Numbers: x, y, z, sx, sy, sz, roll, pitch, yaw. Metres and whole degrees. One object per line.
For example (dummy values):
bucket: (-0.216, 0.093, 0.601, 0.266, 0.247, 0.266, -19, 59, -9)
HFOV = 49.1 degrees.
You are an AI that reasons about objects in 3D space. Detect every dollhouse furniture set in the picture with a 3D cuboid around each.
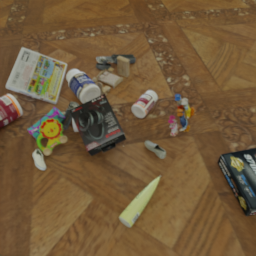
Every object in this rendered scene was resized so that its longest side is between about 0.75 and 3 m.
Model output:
dollhouse furniture set: (-0.971, -2.610, 13.769, 1.122, 0.958, 2.164, 26, 53, 22)

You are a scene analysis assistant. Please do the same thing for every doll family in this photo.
doll family: (2.255, -0.427, 11.350, 0.822, 1.132, 1.824, 5, 57, 27)

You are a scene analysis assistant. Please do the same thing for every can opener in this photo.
can opener: (-2.585, -0.522, 12.228, 0.411, 0.516, 1.543, 23, 52, -8)
can opener: (-0.684, -3.503, 14.935, 2.179, 0.729, 0.581, -7, 45, -24)

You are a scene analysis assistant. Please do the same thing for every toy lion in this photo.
toy lion: (-3.037, 0.288, 10.900, 1.230, 0.422, 1.179, -39, 93, -6)

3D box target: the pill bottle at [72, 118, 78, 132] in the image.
pill bottle: (-1.556, -0.238, 11.677, 1.421, 0.822, 0.822, -7, 48, -2)

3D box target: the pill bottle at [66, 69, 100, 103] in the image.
pill bottle: (-2.167, -1.976, 13.113, 1.033, 1.033, 1.859, -26, 52, -22)

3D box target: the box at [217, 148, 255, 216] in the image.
box: (4.548, 1.837, 10.000, 1.835, 0.531, 2.309, -9, 48, -8)

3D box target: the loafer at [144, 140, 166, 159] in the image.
loafer: (1.060, 0.764, 10.802, 0.369, 0.368, 1.056, -22, 46, -40)

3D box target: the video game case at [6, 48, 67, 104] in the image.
video game case: (-4.243, -2.484, 13.256, 2.259, 0.284, 2.482, 18, 55, -18)

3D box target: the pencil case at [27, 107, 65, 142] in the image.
pencil case: (-3.307, -0.163, 11.331, 1.502, 0.694, 0.639, -40, 85, 1)

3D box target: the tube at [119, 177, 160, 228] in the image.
tube: (0.462, 2.421, 9.428, 0.565, 0.506, 1.947, 2, 41, 51)

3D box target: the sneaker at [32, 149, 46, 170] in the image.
sneaker: (-3.378, 1.191, 10.649, 0.358, 0.347, 0.980, 1, 36, -46)

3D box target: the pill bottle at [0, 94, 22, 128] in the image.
pill bottle: (-5.558, -0.522, 11.743, 1.091, 1.091, 1.911, 34, 55, 27)

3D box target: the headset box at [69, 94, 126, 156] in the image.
headset box: (-1.110, -0.028, 10.681, 1.527, 0.793, 2.052, -25, 69, -3)

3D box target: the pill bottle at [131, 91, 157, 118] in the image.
pill bottle: (0.758, -1.081, 12.519, 0.717, 0.717, 1.256, 26, 54, 21)
